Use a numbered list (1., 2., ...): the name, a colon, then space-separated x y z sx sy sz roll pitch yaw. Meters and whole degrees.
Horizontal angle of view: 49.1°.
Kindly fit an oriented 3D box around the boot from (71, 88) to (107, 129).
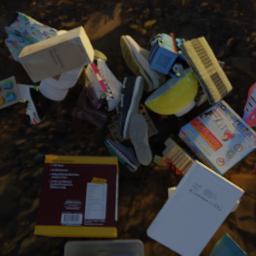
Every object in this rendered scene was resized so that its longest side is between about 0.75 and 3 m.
1. boot: -1.404 -0.783 11.444 1.447 0.465 1.348 22 86 7

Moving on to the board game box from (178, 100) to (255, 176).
1. board game box: 3.569 0.393 10.911 2.247 0.641 2.295 -33 70 -16

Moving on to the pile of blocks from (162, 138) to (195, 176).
1. pile of blocks: 2.231 1.538 10.488 2.583 1.060 0.803 46 103 21

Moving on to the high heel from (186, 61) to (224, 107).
1. high heel: 2.811 -2.128 12.044 1.808 0.906 2.537 24 68 19

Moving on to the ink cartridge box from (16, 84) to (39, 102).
1. ink cartridge box: -4.379 -1.466 11.978 1.044 0.250 0.760 7 67 7

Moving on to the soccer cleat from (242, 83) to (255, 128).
1. soccer cleat: 5.326 -1.139 11.655 1.031 0.899 2.696 24 72 44

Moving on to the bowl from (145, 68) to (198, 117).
1. bowl: 1.924 -1.199 11.053 2.304 2.304 1.240 -41 99 -16

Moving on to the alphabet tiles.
1. alphabet tiles: 0.124 -0.064 11.514 1.745 0.066 1.459 -24 69 -9

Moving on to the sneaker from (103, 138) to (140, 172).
1. sneaker: -0.190 0.904 10.873 1.722 0.641 0.754 44 63 6

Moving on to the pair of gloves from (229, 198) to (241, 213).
1. pair of gloves: 3.329 2.518 10.301 1.239 0.255 1.457 -36 72 -14

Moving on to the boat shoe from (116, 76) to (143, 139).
1. boat shoe: -0.032 -0.852 11.317 0.801 1.004 2.655 9 71 18

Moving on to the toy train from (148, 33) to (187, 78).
1. toy train: 1.676 -3.139 11.655 1.576 1.196 2.759 23 35 -12

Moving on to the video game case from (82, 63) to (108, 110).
1. video game case: -1.404 -1.674 11.520 0.266 1.347 1.486 -13 65 -31

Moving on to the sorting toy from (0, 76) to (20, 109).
1. sorting toy: -5.262 -1.460 11.810 1.309 0.239 1.211 -23 74 5

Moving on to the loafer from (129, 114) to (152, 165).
1. loafer: 0.450 0.465 10.659 0.712 0.622 1.979 -10 72 0

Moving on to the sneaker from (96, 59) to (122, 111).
1. sneaker: -0.774 -1.865 11.928 0.961 0.891 2.372 -13 73 -16

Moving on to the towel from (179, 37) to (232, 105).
1. towel: 3.038 -2.297 11.000 2.527 0.453 2.625 -32 94 -51

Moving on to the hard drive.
1. hard drive: 2.105 2.655 8.862 1.828 0.370 2.772 32 95 -8

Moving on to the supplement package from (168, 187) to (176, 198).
1. supplement package: 1.895 2.494 9.774 0.620 0.843 0.806 -6 84 41

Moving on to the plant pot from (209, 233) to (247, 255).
1. plant pot: 3.230 4.269 9.129 1.103 1.174 1.174 -44 73 -1

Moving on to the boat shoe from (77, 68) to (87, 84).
1. boat shoe: -1.955 -2.233 12.155 0.280 0.779 0.263 42 32 21

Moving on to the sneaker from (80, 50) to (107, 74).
1. sneaker: -1.782 -2.915 12.467 1.559 1.127 0.593 -6 60 -48

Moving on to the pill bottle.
1. pill bottle: -2.601 -2.380 11.124 1.428 2.497 1.428 24 32 -16

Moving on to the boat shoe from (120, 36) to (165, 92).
1. boat shoe: 0.602 -2.902 12.271 0.960 1.049 2.806 -25 77 -15

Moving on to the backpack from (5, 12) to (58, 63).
1. backpack: -3.870 -3.525 11.917 2.341 2.078 1.762 18 72 -1

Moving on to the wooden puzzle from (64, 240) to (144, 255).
1. wooden puzzle: -0.798 5.168 8.934 2.722 0.680 2.939 -1 67 -1

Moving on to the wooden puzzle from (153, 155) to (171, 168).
1. wooden puzzle: 1.239 1.251 10.308 0.611 1.031 0.072 20 65 10

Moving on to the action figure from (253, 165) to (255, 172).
1. action figure: 4.752 1.100 9.984 0.319 0.977 0.483 20 24 31

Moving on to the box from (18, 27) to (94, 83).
1. box: -2.398 -2.475 9.533 2.243 1.065 0.872 -17 38 12

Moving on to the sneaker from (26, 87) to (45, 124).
1. sneaker: -3.862 -0.860 11.193 0.710 0.535 1.518 -26 78 24

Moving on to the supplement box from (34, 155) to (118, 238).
1. supplement box: -1.599 2.381 9.584 2.465 1.659 2.499 1 67 1
